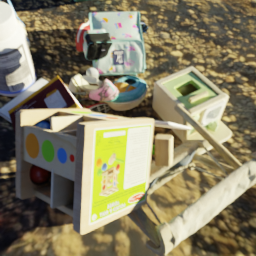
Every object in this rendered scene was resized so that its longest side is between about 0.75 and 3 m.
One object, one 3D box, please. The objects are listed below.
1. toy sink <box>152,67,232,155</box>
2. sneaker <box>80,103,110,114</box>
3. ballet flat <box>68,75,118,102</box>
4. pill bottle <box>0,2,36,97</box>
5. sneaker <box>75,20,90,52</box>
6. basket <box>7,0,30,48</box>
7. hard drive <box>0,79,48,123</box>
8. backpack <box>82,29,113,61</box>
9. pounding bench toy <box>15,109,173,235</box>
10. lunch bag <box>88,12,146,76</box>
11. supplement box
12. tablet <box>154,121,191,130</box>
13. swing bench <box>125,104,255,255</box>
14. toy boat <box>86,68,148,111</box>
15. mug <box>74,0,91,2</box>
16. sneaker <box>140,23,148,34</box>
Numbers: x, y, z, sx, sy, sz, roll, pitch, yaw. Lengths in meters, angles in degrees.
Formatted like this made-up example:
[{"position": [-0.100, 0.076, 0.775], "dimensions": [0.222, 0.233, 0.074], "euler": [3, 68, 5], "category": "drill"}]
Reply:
[{"position": [2.163, -0.635, 9.164], "dimensions": [1.612, 1.385, 2.473], "euler": [-25, 56, -18], "category": "toy sink"}, {"position": [-1.457, -0.613, 9.662], "dimensions": [1.633, 0.629, 0.694], "euler": [-18, 49, -14], "category": "sneaker"}, {"position": [-1.400, -1.340, 9.366], "dimensions": [2.522, 0.898, 0.872], "euler": [5, 44, 42], "category": "ballet flat"}, {"position": [-4.304, -2.633, 9.685], "dimensions": [1.669, 2.933, 1.669], "euler": [2, 54, -3], "category": "pill bottle"}, {"position": [-1.301, -4.075, 12.166], "dimensions": [1.347, 0.913, 2.331], "euler": [13, 55, 11], "category": "sneaker"}, {"position": [-5.364, -3.898, 11.272], "dimensions": [2.244, 1.770, 2.545], "euler": [-35, 77, 4], "category": "basket"}, {"position": [-3.388, -0.879, 10.067], "dimensions": [1.364, 0.276, 2.067], "euler": [29, 58, 21], "category": "hard drive"}, {"position": [-1.027, -2.639, 8.980], "dimensions": [0.869, 0.988, 0.758], "euler": [-14, 66, -20], "category": "backpack"}, {"position": [-0.652, 0.575, 6.227], "dimensions": [2.310, 1.840, 2.962], "euler": [11, 12, 39], "category": "pounding bench toy"}, {"position": [-0.463, -3.216, 11.100], "dimensions": [2.113, 1.513, 2.481], "euler": [-4, 74, -8], "category": "lunch bag"}, {"position": [-2.229, -0.162, 8.281], "dimensions": [1.897, 1.277, 1.923], "euler": [-37, 46, -3], "category": "supplement box"}, {"position": [0.856, -0.075, 6.976], "dimensions": [1.014, 1.559, 0.106], "euler": [8, 89, 30], "category": "tablet"}, {"position": [1.182, 1.288, 6.965], "dimensions": [2.863, 1.867, 2.878], "euler": [-29, 42, -19], "category": "swing bench"}, {"position": [-0.492, -1.433, 9.862], "dimensions": [2.231, 1.037, 1.875], "euler": [15, 37, 17], "category": "toy boat"}, {"position": [-2.120, -7.659, 14.019], "dimensions": [1.464, 2.367, 1.945], "euler": [-11, 26, -17], "category": "mug"}, {"position": [0.171, -4.540, 12.824], "dimensions": [1.460, 0.553, 0.563], "euler": [-1, 33, -3], "category": "sneaker"}]
